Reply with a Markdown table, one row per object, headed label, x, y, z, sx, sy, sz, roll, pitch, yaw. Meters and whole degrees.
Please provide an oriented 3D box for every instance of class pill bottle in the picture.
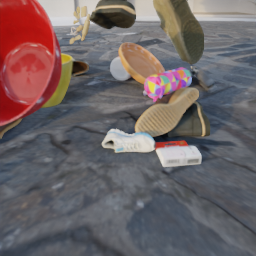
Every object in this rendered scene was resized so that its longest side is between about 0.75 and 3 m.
| label | x | y | z | sx | sy | sz | roll | pitch | yaw |
| --- | --- | --- | --- | --- | --- | --- | --- | --- | --- |
| pill bottle | 0.021 | -3.013 | 13.410 | 1.088 | 1.088 | 1.878 | 11 | 29 | 22 |

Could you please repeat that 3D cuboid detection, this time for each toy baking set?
| label | x | y | z | sx | sy | sz | roll | pitch | yaw |
| --- | --- | --- | --- | --- | --- | --- | --- | --- | --- |
| toy baking set | -1.793 | -3.770 | 10.417 | 0.178 | 1.533 | 1.177 | -2 | 31 | -37 |

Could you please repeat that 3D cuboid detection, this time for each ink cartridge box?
| label | x | y | z | sx | sy | sz | roll | pitch | yaw |
| --- | --- | --- | --- | --- | --- | --- | --- | --- | --- |
| ink cartridge box | 1.214 | 0.546 | 7.183 | 0.958 | 0.336 | 1.179 | -4 | 31 | -8 |

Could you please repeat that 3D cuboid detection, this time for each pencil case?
| label | x | y | z | sx | sy | sz | roll | pitch | yaw |
| --- | --- | --- | --- | --- | --- | --- | --- | --- | --- |
| pencil case | 1.598 | -1.777 | 11.166 | 0.987 | 0.987 | 2.233 | 23 | 35 | 38 |

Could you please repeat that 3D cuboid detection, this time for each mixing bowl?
| label | x | y | z | sx | sy | sz | roll | pitch | yaw |
| --- | --- | --- | --- | --- | --- | --- | --- | --- | --- |
| mixing bowl | -1.757 | -0.941 | 4.241 | 1.949 | 1.949 | 1.056 | 7 | -2 | 13 |

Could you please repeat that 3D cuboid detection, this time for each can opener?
| label | x | y | z | sx | sy | sz | roll | pitch | yaw |
| --- | --- | --- | --- | --- | --- | --- | --- | --- | --- |
| can opener | 3.086 | -2.103 | 12.371 | 0.812 | 0.647 | 2.427 | -31 | 25 | 10 |

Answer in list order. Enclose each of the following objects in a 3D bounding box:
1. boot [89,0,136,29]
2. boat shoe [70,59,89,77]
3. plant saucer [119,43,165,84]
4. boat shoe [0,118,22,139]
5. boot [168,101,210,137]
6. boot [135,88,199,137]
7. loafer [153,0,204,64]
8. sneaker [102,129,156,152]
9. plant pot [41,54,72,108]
| label | x | y | z | sx | sy | sz | roll | pitch | yaw |
| --- | --- | --- | --- | --- | --- | --- | --- | --- | --- |
| boot | -0.302 | -4.027 | 8.334 | 1.029 | 1.838 | 2.657 | 19 | 8 | -32 |
| boat shoe | -3.144 | -2.862 | 13.284 | 2.597 | 0.932 | 0.878 | -7 | 23 | -19 |
| plant saucer | 0.589 | -2.766 | 12.417 | 2.467 | 0.462 | 2.467 | 25 | 40 | -23 |
| boat shoe | -3.876 | -0.349 | 8.262 | 0.936 | 0.935 | 2.659 | 0 | 25 | -1 |
| boot | 1.671 | -0.306 | 8.542 | 1.194 | 0.669 | 1.726 | -6 | 26 | 0 |
| boot | 0.927 | -0.398 | 8.413 | 2.263 | 0.819 | 1.882 | -34 | 7 | -17 |
| loafer | 1.607 | -3.254 | 8.893 | 0.992 | 2.608 | 0.879 | -35 | 24 | -21 |
| sneaker | -0.014 | 0.448 | 7.201 | 1.469 | 0.551 | 0.637 | 5 | 32 | 29 |
| plant pot | -3.096 | -1.682 | 10.155 | 2.266 | 1.609 | 2.266 | 0 | 26 | 0 |
